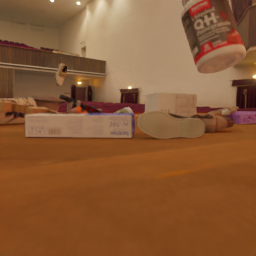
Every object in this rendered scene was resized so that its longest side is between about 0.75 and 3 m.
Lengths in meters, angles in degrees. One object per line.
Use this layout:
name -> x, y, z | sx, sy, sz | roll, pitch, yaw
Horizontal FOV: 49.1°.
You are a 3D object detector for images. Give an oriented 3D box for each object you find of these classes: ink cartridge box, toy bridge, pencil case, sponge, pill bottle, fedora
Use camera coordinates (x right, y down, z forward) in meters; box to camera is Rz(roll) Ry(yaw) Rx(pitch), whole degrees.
ink cartridge box -> -1.019, -0.075, 6.369 | 2.287, 0.506, 1.075 | 1, 5, 5
toy bridge -> -3.102, -0.510, 9.633 | 2.794, 0.380, 0.939 | 13, 8, 19
pencil case -> -4.795, -0.647, 10.541 | 1.213, 1.055, 2.712 | 14, 12, 37
sponge -> 5.008, -0.469, 12.405 | 1.665, 0.445, 2.985 | -1, 5, -7
pill bottle -> 2.493, -3.167, 8.651 | 1.473, 2.660, 1.473 | -14, -12, -3
fedora -> -3.896, -0.808, 12.707 | 2.054, 1.049, 2.322 | 0, -3, -15

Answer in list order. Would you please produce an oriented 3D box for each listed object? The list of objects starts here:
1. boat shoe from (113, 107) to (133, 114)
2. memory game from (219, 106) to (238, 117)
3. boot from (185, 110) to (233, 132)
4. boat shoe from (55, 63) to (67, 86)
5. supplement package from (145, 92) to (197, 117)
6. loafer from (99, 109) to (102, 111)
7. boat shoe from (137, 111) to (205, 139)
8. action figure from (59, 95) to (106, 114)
boat shoe -> -0.289, -0.451, 11.900 | 0.558, 0.648, 1.801 | -20, 3, -21
memory game -> 3.950, -0.595, 12.245 | 1.734, 0.110, 1.734 | -22, 6, 2
boot -> 2.085, -0.201, 7.834 | 1.179, 0.566, 1.613 | -1, 5, -10
boat shoe -> -3.216, -2.578, 13.499 | 0.387, 1.132, 0.423 | 1, -9, 30
supplement package -> 1.701, -0.805, 11.522 | 1.656, 1.218, 1.583 | 0, 4, -14
loafer -> -1.298, -0.423, 11.480 | 0.567, 0.613, 1.629 | -12, 0, -5
boat shoe -> 0.859, -0.042, 5.949 | 1.522, 0.575, 0.459 | 11, 1, -18
action figure -> -1.432, -0.350, 8.208 | 1.651, 0.863, 1.597 | 24, 0, 2
